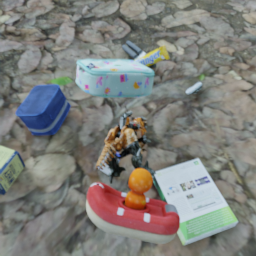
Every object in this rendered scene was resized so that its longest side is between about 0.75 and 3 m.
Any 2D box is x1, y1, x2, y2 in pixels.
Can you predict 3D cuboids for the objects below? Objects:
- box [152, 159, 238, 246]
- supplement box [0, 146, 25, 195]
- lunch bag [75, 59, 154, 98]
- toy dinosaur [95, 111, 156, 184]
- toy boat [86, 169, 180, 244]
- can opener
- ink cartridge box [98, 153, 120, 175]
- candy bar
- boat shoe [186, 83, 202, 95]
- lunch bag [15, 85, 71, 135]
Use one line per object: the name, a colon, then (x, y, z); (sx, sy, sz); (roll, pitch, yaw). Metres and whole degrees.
box: (1.709, 1.900, 7.544); (1.490, 0.375, 2.064); (-15, 49, -12)
supplement box: (-3.770, 1.137, 7.946); (1.089, 0.732, 1.090); (16, 51, 13)
lunch bag: (-0.454, -1.523, 8.162); (2.123, 0.818, 1.702); (-4, 29, -26)
toy dinosaur: (-0.127, 0.428, 6.303); (2.155, 1.463, 1.101); (-21, 21, -39)
toy boat: (0.136, 1.398, 5.526); (1.879, 1.228, 1.226); (12, 5, 1)
can opener: (0.407, -3.006, 11.722); (0.518, 0.654, 1.967); (-42, 52, 1)
ink cartridge box: (-0.524, 0.929, 7.968); (0.540, 0.905, 0.190); (31, 35, 15)
candy bar: (0.494, -2.439, 10.696); (2.185, 0.545, 0.242); (-23, 20, 13)
boat shoe: (2.480, -1.397, 10.405); (0.780, 0.277, 0.281); (-33, 28, -20)
lunch bag: (-2.688, -0.590, 9.219); (1.141, 1.111, 1.679); (2, 48, 23)
